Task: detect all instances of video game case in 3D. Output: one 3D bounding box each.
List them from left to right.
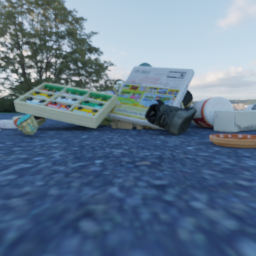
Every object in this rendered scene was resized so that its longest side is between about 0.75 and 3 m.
[{"bbox_3d":[0.719,-1.153,9.726,2.552,2.323,0.292,13,-25,38],"label":"video game case"}]

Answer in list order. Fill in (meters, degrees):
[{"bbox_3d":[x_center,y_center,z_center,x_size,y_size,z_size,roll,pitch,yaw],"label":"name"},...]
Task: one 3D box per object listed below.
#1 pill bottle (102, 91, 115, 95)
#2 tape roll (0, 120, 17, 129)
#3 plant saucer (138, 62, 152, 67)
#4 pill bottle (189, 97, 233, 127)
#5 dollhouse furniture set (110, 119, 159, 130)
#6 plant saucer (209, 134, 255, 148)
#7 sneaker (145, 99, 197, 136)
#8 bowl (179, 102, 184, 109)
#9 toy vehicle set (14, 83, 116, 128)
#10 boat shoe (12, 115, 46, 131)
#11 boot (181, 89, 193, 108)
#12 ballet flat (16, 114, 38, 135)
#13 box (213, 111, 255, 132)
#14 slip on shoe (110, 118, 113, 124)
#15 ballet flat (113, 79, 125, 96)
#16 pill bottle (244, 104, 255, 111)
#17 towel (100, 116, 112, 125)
[{"bbox_3d":[-0.373,-1.230,14.530,2.441,1.412,1.412,-9,8,-33],"label":"pill bottle"},{"bbox_3d":[-4.303,-0.140,10.366,0.792,0.277,0.792,-1,4,0],"label":"tape roll"},{"bbox_3d":[0.646,-1.712,13.788,0.566,2.939,2.939,6,6,33],"label":"plant saucer"},{"bbox_3d":[2.952,-0.553,10.389,1.058,1.058,1.931,-1,0,-8],"label":"pill bottle"},{"bbox_3d":[0.188,-0.370,10.118,1.750,0.775,0.907,3,5,34],"label":"dollhouse furniture set"},{"bbox_3d":[2.160,0.253,5.487,1.093,0.176,1.093,0,5,0],"label":"plant saucer"},{"bbox_3d":[1.270,-0.387,8.148,1.195,0.797,2.085,29,21,21],"label":"sneaker"},{"bbox_3d":[1.055,-0.693,10.820,2.011,2.011,0.944,5,46,52],"label":"bowl"},{"bbox_3d":[-2.048,-0.843,9.483,2.885,0.383,1.793,11,32,14],"label":"toy vehicle set"},{"bbox_3d":[-3.265,-0.236,9.366,0.433,0.493,1.385,46,21,8],"label":"boat shoe"},{"bbox_3d":[1.638,-0.863,11.904,1.117,1.994,2.883,-40,40,-21],"label":"boot"},{"bbox_3d":[-2.644,-0.058,7.400,0.519,0.519,1.468,-2,5,-23],"label":"ballet flat"},{"bbox_3d":[3.624,-0.238,9.098,1.892,0.647,0.777,-4,5,-38],"label":"box"},{"bbox_3d":[-0.759,-0.313,12.351,1.142,0.346,0.434,0,4,1],"label":"slip on shoe"},{"bbox_3d":[-0.152,-1.407,11.124,0.754,0.754,2.134,-1,28,-18],"label":"ballet flat"},{"bbox_3d":[6.404,-0.702,13.269,0.988,0.988,1.706,-1,5,-19],"label":"pill bottle"},{"bbox_3d":[-1.790,-0.504,10.933,1.696,0.417,2.286,10,-3,29],"label":"towel"}]
